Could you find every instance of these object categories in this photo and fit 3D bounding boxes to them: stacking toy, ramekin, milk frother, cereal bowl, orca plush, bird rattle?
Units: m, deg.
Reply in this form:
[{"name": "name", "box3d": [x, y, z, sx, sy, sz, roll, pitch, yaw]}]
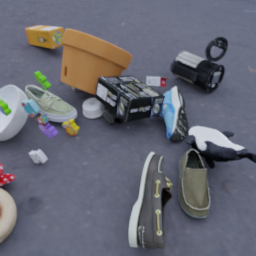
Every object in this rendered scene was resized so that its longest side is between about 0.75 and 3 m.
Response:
[{"name": "stacking toy", "box3d": [-2.931, -0.311, 9.219, 0.600, 2.554, 1.925, -13, 27, 41]}, {"name": "ramekin", "box3d": [-1.400, -0.819, 11.185, 0.913, 0.425, 0.913, -5, 45, 5]}, {"name": "milk frother", "box3d": [3.152, -3.028, 12.413, 2.076, 2.207, 1.991, 35, 16, 34]}, {"name": "cereal bowl", "box3d": [-4.285, -0.444, 10.078, 2.061, 0.858, 2.061, -16, 60, 30]}, {"name": "orca plush", "box3d": [2.829, 0.776, 8.762, 1.554, 1.050, 2.953, -16, 17, -27]}, {"name": "bird rattle", "box3d": [-3.997, 2.184, 7.273, 2.341, 1.617, 2.871, 31, 34, 18]}]

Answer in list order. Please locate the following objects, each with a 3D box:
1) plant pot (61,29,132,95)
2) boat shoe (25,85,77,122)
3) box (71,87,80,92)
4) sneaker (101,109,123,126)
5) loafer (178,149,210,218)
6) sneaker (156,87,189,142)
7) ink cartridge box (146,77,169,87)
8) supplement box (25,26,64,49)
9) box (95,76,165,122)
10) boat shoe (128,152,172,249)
[{"name": "plant pot", "box3d": [-1.492, -2.496, 11.465, 2.864, 2.005, 2.864, 20, 8, -3]}, {"name": "boat shoe", "box3d": [-3.130, -0.949, 10.897, 2.614, 0.811, 0.941, 20, 44, 25]}, {"name": "box", "box3d": [-1.937, -2.121, 12.917, 1.393, 0.448, 0.488, -19, 43, -23]}, {"name": "sneaker", "box3d": [-0.345, -0.491, 10.899, 1.492, 0.567, 0.677, -27, 69, -38]}, {"name": "loafer", "box3d": [1.862, 1.511, 8.091, 0.847, 0.785, 2.253, 1, 42, -2]}, {"name": "sneaker", "box3d": [1.586, -0.419, 10.641, 1.121, 0.976, 2.491, -20, 41, 25]}, {"name": "ink cartridge box", "box3d": [1.282, -1.917, 11.723, 0.818, 0.390, 0.931, 7, 8, 23]}, {"name": "supplement box", "box3d": [-4.714, -5.185, 15.890, 1.006, 0.973, 2.924, -29, 36, -32]}, {"name": "box", "box3d": [0.024, -1.154, 10.430, 1.671, 0.879, 2.041, -12, 37, -39]}, {"name": "boat shoe", "box3d": [0.736, 1.819, 7.444, 0.868, 1.027, 2.882, 2, 42, 15]}]
